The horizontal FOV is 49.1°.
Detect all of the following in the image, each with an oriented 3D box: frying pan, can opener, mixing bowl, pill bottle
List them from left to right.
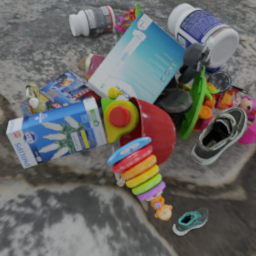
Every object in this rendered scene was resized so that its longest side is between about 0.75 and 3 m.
[{"bbox_3d":[-1.978,-5.808,15.373,2.280,1.321,1.321,-17,46,-15],"label":"pill bottle"},{"bbox_3d":[0.611,0.263,8.294,1.245,2.299,2.299,3,42,-17],"label":"mixing bowl"},{"bbox_3d":[2.028,-2.166,9.252,0.910,2.723,0.726,11,81,-6],"label":"can opener"},{"bbox_3d":[2.615,-3.407,10.164,1.442,1.442,2.491,-22,53,-21],"label":"pill bottle"},{"bbox_3d":[3.233,-1.344,9.310,0.794,0.214,1.313,-46,78,8],"label":"frying pan"}]

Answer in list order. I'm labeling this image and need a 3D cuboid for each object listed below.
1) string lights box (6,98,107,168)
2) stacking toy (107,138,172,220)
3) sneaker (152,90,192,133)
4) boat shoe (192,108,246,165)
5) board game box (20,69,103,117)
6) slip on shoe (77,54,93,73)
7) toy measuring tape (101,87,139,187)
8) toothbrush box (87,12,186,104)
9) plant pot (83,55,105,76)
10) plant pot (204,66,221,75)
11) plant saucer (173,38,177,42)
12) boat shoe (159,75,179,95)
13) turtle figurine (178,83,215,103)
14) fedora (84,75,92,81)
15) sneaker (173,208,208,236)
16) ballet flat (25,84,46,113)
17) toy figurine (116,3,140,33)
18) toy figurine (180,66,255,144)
[{"bbox_3d":[-1.916,0.131,7.780,2.394,1.230,0.706,-17,33,-7],"label":"string lights box"},{"bbox_3d":[0.408,1.255,6.393,1.116,1.056,1.924,-29,85,-8],"label":"stacking toy"},{"bbox_3d":[1.639,-0.478,9.360,0.921,1.380,2.408,-44,13,-14],"label":"sneaker"},{"bbox_3d":[2.881,0.060,8.381,0.921,0.830,2.606,33,56,23],"label":"boat shoe"},{"bbox_3d":[-2.388,-0.850,10.465,2.705,0.834,2.703,35,52,28],"label":"board game box"},{"bbox_3d":[-1.400,-2.153,9.234,0.368,0.461,1.214,10,34,-4],"label":"slip on shoe"},{"bbox_3d":[-0.085,0.219,8.171,1.063,2.890,1.063,-10,2,0],"label":"toy measuring tape"},{"bbox_3d":[0.308,-1.995,9.672,2.151,1.253,2.938,36,84,-8],"label":"toothbrush box"},{"bbox_3d":[-1.199,-2.305,10.466,0.881,0.789,0.881,9,10,-1],"label":"plant pot"},{"bbox_3d":[3.771,-2.938,12.730,0.911,0.819,0.911,32,52,29],"label":"plant pot"},{"bbox_3d":[1.366,-2.998,10.902,1.420,1.420,0.273,8,44,8],"label":"plant saucer"},{"bbox_3d":[1.379,-1.982,11.023,0.915,0.824,2.544,-8,31,-3],"label":"boat shoe"},{"bbox_3d":[2.568,-1.207,10.909,1.907,0.762,2.365,24,58,32],"label":"turtle figurine"},{"bbox_3d":[-0.749,-2.070,11.721,2.309,0.942,2.309,0,43,0],"label":"fedora"},{"bbox_3d":[1.701,2.403,7.378,1.120,0.511,0.435,-24,49,-24],"label":"sneaker"},{"bbox_3d":[-2.946,-0.912,8.804,0.450,0.450,1.274,-18,57,-18],"label":"ballet flat"},{"bbox_3d":[-0.016,-4.166,10.906,1.001,1.088,0.817,-10,-2,20],"label":"toy figurine"},{"bbox_3d":[3.464,-0.595,9.548,2.692,2.196,2.925,17,58,1],"label":"toy figurine"}]
